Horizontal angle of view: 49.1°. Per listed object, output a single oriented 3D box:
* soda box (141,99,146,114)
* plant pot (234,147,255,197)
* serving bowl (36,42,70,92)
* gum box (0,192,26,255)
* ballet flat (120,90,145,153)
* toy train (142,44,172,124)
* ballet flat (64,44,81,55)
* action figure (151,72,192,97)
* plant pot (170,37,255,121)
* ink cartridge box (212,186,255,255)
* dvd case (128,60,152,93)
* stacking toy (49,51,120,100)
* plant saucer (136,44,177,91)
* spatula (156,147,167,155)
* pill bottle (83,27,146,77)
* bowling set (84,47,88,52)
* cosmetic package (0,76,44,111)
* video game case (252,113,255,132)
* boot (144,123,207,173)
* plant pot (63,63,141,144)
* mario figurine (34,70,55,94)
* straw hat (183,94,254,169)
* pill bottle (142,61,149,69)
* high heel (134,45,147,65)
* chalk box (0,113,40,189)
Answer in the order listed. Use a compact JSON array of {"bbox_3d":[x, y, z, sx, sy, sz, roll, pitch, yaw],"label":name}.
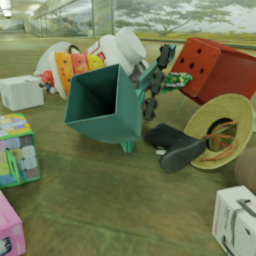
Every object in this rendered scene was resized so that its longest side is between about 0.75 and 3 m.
[{"bbox_3d":[-0.264,-1.283,11.102,2.073,0.726,0.657,33,16,18],"label":"soda box"},{"bbox_3d":[3.487,1.205,6.531,2.140,2.140,1.867,-4,5,-8],"label":"plant pot"},{"bbox_3d":[-3.673,-3.213,15.636,0.981,2.983,2.983,34,35,18],"label":"serving bowl"},{"bbox_3d":[-3.254,1.960,5.802,1.404,0.818,2.475,-17,29,-37],"label":"gum box"},{"bbox_3d":[-0.067,-0.267,9.827,0.872,0.834,2.476,8,65,14],"label":"ballet flat"},{"bbox_3d":[1.007,-1.516,9.829,0.482,2.825,0.647,15,1,8],"label":"toy train"},{"bbox_3d":[-2.433,-2.894,14.102,1.014,2.979,1.002,-23,-7,-28],"label":"ballet flat"},{"bbox_3d":[1.563,-1.675,10.162,1.693,1.000,0.463,-6,-28,41],"label":"action figure"},{"bbox_3d":[3.099,-1.988,10.622,2.317,2.630,2.627,12,23,-37],"label":"plant pot"},{"bbox_3d":[2.280,2.033,5.217,0.660,1.169,1.593,-7,23,-13],"label":"ink cartridge box"},{"bbox_3d":[0.000,-1.947,12.170,0.181,1.681,2.261,-16,-16,-48],"label":"dvd case"},{"bbox_3d":[-1.278,-1.843,8.783,2.103,1.537,1.537,-15,25,-4],"label":"stacking toy"},{"bbox_3d":[1.109,-2.357,11.013,0.232,0.854,2.442,34,65,17],"label":"plant saucer"},{"bbox_3d":[1.732,0.699,9.680,1.482,0.119,1.031,2,18,8],"label":"spatula"},{"bbox_3d":[-0.845,-2.225,10.017,2.849,1.599,1.599,-31,10,26],"label":"pill bottle"},{"bbox_3d":[-2.176,-2.781,15.596,2.080,2.988,1.604,-32,33,-1],"label":"bowling set"},{"bbox_3d":[-5.252,-1.749,13.836,1.600,1.320,1.319,-20,30,-39],"label":"cosmetic package"},{"bbox_3d":[5.410,-0.245,11.742,2.011,0.222,1.830,5,24,9],"label":"video game case"},{"bbox_3d":[1.179,0.556,9.169,1.748,0.696,2.121,-19,28,-27],"label":"boot"},{"bbox_3d":[-0.475,-0.449,8.237,1.577,2.232,1.576,-10,61,24],"label":"plant pot"},{"bbox_3d":[-2.821,-1.522,9.476,0.709,0.609,1.149,0,-16,-20],"label":"mario figurine"},{"bbox_3d":[3.075,0.364,8.928,1.169,2.762,2.762,35,9,-26],"label":"straw hat"},{"bbox_3d":[0.307,-3.705,18.374,1.365,1.365,2.346,17,28,34],"label":"pill bottle"},{"bbox_3d":[-0.343,-2.849,11.711,2.524,0.850,1.211,-26,18,19],"label":"high heel"},{"bbox_3d":[-3.415,0.709,7.886,1.496,1.504,2.417,-11,24,-24],"label":"chalk box"}]
